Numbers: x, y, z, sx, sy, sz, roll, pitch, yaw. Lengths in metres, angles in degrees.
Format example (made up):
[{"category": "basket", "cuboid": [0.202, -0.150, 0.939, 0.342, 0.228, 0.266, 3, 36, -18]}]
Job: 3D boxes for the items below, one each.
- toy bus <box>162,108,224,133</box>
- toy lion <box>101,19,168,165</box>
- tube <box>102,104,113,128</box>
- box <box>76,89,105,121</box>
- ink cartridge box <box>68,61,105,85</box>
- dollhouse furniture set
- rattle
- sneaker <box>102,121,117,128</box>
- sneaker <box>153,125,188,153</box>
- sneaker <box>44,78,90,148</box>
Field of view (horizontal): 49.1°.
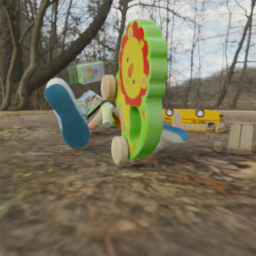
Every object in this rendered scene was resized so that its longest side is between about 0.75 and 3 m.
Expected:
[{"category": "toy bus", "cuboid": [3.152, -0.412, 13.936, 2.942, 1.152, 0.958, 3, 8, 31]}, {"category": "toy lion", "cuboid": [0.204, -0.780, 5.924, 0.898, 2.616, 2.508, -3, -21, -20]}, {"category": "tube", "cuboid": [-0.808, -0.527, 10.721, 0.321, 0.359, 1.238, -26, 39, 18]}, {"category": "box", "cuboid": [-1.511, -0.601, 9.185, 0.759, 1.379, 0.239, 34, -23, 22]}, {"category": "ink cartridge box", "cuboid": [-1.218, -1.629, 8.365, 1.031, 0.535, 0.306, -19, 27, -30]}, {"category": "dollhouse furniture set", "cuboid": [3.223, 0.405, 8.199, 1.838, 0.953, 0.814, 3, -33, 26]}, {"category": "rattle", "cuboid": [-1.047, 0.089, 12.736, 1.759, 1.930, 2.701, -31, 14, 16]}, {"category": "sneaker", "cuboid": [-0.791, -0.251, 15.548, 0.914, 0.777, 2.004, -18, 8, -25]}, {"category": "sneaker", "cuboid": [0.766, 0.310, 7.509, 0.741, 0.782, 1.936, 2, 1, -42]}, {"category": "sneaker", "cuboid": [-1.726, -0.414, 8.332, 0.864, 2.259, 0.912, -17, 29, -1]}]
